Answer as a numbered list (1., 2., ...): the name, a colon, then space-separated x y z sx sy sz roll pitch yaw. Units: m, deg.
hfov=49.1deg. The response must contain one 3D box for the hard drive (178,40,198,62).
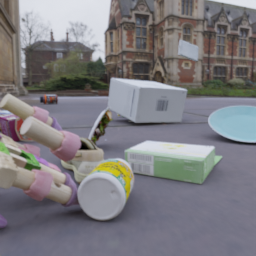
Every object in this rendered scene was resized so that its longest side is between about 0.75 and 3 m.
1. hard drive: 2.025 -2.581 9.396 0.777 0.513 0.104 11 -10 -29

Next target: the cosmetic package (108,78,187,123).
1. cosmetic package: 0.849 -1.350 13.659 2.710 1.671 2.719 -1 18 -31

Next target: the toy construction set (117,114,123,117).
1. toy construction set: 0.091 -0.900 16.068 0.880 0.618 1.342 6 21 36

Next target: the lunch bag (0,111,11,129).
1. lunch bag: -5.416 -0.324 11.435 1.621 0.764 2.023 -2 7 -26

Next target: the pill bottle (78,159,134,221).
1. pill bottle: -0.256 0.806 4.046 0.630 0.630 1.118 2 8 10

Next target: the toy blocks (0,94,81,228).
1. toy blocks: -1.387 0.667 4.034 1.450 1.723 1.610 35 -3 -39

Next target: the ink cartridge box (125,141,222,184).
1. ink cartridge box: 1.106 0.583 6.147 1.575 0.519 2.165 4 11 28

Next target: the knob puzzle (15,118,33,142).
1. knob puzzle: -3.005 0.040 8.503 1.054 1.054 0.146 -1 22 -6

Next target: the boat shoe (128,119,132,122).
1. boat shoe: 0.502 -0.478 13.972 1.047 0.298 0.350 -5 9 -28

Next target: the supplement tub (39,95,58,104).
1. supplement tub: -7.863 -2.784 27.698 1.685 0.901 0.901 -4 9 -22

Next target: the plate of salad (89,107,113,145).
1. plate of salad: -0.743 0.016 7.745 0.310 1.290 1.290 27 10 2

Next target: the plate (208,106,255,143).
1. plate: 3.907 -0.086 9.256 2.442 0.312 2.442 -5 30 3

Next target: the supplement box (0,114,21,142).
1. supplement box: -3.652 -0.063 9.367 0.923 0.727 1.409 -14 15 -34

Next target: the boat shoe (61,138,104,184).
1. boat shoe: -0.917 0.524 5.714 0.779 0.702 2.161 -3 9 -20
